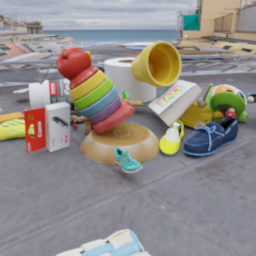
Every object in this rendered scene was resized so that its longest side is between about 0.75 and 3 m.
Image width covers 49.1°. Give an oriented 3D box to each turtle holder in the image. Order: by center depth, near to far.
[{"bbox_3d":[4.072,-0.850,11.497,1.472,1.938,1.376,-38,18,-35],"label":"turtle holder"}]

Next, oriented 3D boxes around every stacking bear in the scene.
[{"bbox_3d":[-1.247,-1.364,9.249,1.590,2.796,1.698,-34,18,3],"label":"stacking bear"}]

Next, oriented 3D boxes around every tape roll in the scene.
[{"bbox_3d":[0.133,-2.650,15.266,2.842,1.951,2.842,0,23,0],"label":"tape roll"}]

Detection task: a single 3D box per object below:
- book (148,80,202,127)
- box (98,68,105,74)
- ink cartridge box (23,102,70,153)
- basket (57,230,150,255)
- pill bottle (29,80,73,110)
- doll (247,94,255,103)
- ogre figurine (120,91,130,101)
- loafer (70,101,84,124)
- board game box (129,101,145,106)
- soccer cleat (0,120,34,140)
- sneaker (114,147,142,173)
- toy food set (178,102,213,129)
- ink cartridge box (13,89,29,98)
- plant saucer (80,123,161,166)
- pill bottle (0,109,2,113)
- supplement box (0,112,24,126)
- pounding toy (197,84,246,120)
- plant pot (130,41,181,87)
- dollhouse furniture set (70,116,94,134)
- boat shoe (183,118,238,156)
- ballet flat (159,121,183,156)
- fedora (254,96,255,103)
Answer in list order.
[{"bbox_3d":[1.827,-1.148,11.457,1.797,0.646,2.689,-44,13,4],"label":"book"},{"bbox_3d":[-1.381,-2.330,13.020,0.310,0.786,0.555,27,39,1],"label":"box"},{"bbox_3d":[-2.585,0.057,9.062,1.404,1.618,0.352,-18,39,-37],"label":"ink cartridge box"},{"bbox_3d":[-0.273,2.654,2.699,2.433,1.919,2.760,-9,50,-19],"label":"basket"},{"bbox_3d":[-3.065,-1.441,12.847,2.694,1.534,1.534,-5,23,-15],"label":"pill bottle"},{"bbox_3d":[6.863,-1.614,14.813,1.575,0.382,1.074,-15,28,-32],"label":"doll"},{"bbox_3d":[-0.232,-1.088,12.077,1.014,0.497,0.608,-50,33,-12],"label":"ogre figurine"},{"bbox_3d":[-2.214,-0.701,11.861,2.439,0.882,0.888,-18,31,-37],"label":"loafer"},{"bbox_3d":[-0.010,-1.111,12.980,1.536,0.230,0.734,2,1,11],"label":"board game box"},{"bbox_3d":[-3.843,0.066,10.349,2.033,0.657,0.850,-12,26,-28],"label":"soccer cleat"},{"bbox_3d":[-0.061,0.894,7.754,0.441,0.453,1.137,-27,33,-27],"label":"sneaker"},{"bbox_3d":[2.641,-0.499,11.518,1.781,1.048,0.582,26,-7,35],"label":"toy food set"},{"bbox_3d":[-5.466,-1.886,14.494,0.910,0.269,1.136,-15,-2,-16],"label":"ink cartridge box"},{"bbox_3d":[-0.250,0.394,9.749,2.831,0.501,2.831,0,22,0],"label":"plant saucer"},{"bbox_3d":[-5.647,-0.515,11.258,1.070,0.604,0.604,-40,38,-21],"label":"pill bottle"},{"bbox_3d":[-4.971,-0.161,11.048,1.636,0.563,0.544,-13,28,-33],"label":"supplement box"},{"bbox_3d":[3.397,-0.707,10.265,1.647,1.272,0.764,26,61,3],"label":"pounding toy"},{"bbox_3d":[1.082,-2.713,12.492,1.898,1.898,1.785,-14,9,-30],"label":"plant pot"},{"bbox_3d":[-1.754,-0.152,10.975,1.123,0.604,0.457,10,20,36],"label":"dollhouse furniture set"},{"bbox_3d":[2.831,0.181,9.691,1.127,0.919,2.679,20,29,41],"label":"boat shoe"},{"bbox_3d":[1.564,0.259,9.807,0.669,0.671,2.002,16,25,15],"label":"ballet flat"},{"bbox_3d":[6.316,-0.597,11.129,2.784,1.272,2.784,-2,25,1],"label":"fedora"}]
